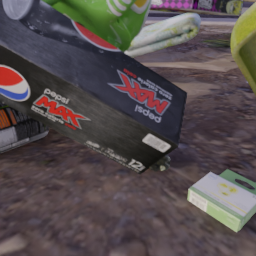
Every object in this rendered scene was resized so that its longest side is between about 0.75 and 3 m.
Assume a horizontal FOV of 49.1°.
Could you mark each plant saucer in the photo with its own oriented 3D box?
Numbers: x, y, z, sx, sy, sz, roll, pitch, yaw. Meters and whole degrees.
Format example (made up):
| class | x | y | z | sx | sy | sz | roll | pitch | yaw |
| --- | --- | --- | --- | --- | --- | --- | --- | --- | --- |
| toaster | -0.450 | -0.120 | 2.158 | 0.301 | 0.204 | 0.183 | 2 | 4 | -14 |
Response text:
| class | x | y | z | sx | sy | sz | roll | pitch | yaw |
| --- | --- | --- | --- | --- | --- | --- | --- | --- | --- |
| plant saucer | 2.596 | -1.501 | 3.904 | 2.456 | 2.452 | 0.588 | 26 | 27 | -51 |

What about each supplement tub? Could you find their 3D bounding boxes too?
| class | x | y | z | sx | sy | sz | roll | pitch | yaw |
| --- | --- | --- | --- | --- | --- | --- | --- | --- | --- |
| supplement tub | -3.011 | -0.044 | 6.511 | 2.021 | 1.238 | 1.238 | -23 | 37 | -36 |

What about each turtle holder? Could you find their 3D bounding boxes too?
| class | x | y | z | sx | sy | sz | roll | pitch | yaw |
| --- | --- | --- | --- | --- | --- | --- | --- | --- | --- |
| turtle holder | -0.397 | -1.955 | 3.960 | 1.583 | 1.480 | 2.084 | 34 | -4 | 0 |

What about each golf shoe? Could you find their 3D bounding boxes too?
| class | x | y | z | sx | sy | sz | roll | pitch | yaw |
| --- | --- | --- | --- | --- | --- | --- | --- | --- | --- |
| golf shoe | 0.343 | 0.669 | 6.182 | 1.190 | 0.459 | 0.524 | 12 | 13 | 13 |

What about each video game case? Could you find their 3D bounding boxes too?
| class | x | y | z | sx | sy | sz | roll | pitch | yaw |
| --- | --- | --- | --- | --- | --- | --- | --- | --- | --- |
| video game case | 1.388 | -3.276 | 7.381 | 2.160 | 0.427 | 2.384 | -14 | 28 | -40 |

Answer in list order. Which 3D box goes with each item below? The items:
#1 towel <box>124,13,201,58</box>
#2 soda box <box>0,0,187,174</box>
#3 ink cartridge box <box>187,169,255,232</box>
| class | x | y | z | sx | sy | sz | roll | pitch | yaw |
| --- | --- | --- | --- | --- | --- | --- | --- | --- | --- |
| towel | 1.158 | -3.095 | 9.331 | 2.461 | 0.593 | 2.107 | -12 | 29 | 22 |
| soda box | -0.687 | -0.568 | 3.262 | 2.736 | 0.866 | 0.968 | 29 | 49 | -13 |
| ink cartridge box | 1.966 | 1.185 | 5.271 | 1.429 | 0.343 | 1.040 | -26 | 38 | -35 |
